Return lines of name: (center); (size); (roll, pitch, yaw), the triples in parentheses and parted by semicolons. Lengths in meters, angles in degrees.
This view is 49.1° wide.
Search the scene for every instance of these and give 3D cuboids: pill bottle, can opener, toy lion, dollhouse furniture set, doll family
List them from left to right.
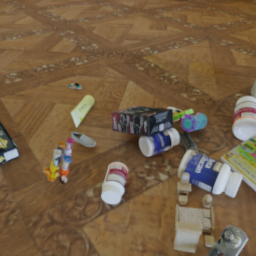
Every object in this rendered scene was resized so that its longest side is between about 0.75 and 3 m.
doll family: (-2.319, 1.110, 9.250); (0.822, 1.132, 1.824); (12, 24, -11)
pill bottle: (-0.435, 1.781, 9.068); (0.717, 0.717, 1.256); (5, 37, 7)
pill bottle: (1.195, 0.510, 10.649); (1.421, 0.822, 0.822); (-17, 40, -26)
toy lion: (2.176, -0.535, 11.659); (1.179, 0.422, 1.230); (-21, 1, 32)
can opener: (2.370, 0.749, 10.691); (0.411, 0.516, 1.543); (-24, 35, 4)
dollhouse furniture set: (1.947, 2.363, 8.131); (1.122, 0.958, 2.164); (6, 37, 8)
pill bottle: (2.669, 1.519, 9.145); (1.859, 1.033, 1.033); (22, 42, 24)
can opener: (2.273, 3.441, 7.145); (0.581, 0.729, 2.179); (32, 60, 33)
pill bottle: (4.954, -0.449, 11.675); (1.091, 1.091, 1.911); (12, 40, 15)

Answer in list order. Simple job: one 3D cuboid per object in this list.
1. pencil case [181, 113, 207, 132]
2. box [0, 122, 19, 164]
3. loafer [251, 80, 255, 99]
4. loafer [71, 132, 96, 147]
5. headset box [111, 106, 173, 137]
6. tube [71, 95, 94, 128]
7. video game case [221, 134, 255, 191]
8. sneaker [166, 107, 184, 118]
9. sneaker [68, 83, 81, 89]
pencil case: (2.676, -0.244, 11.302); (0.639, 0.694, 1.502); (-11, 0, 31)
box: (-5.465, 0.665, 10.703); (1.835, 0.531, 2.309); (-24, 43, -28)
loafer: (6.563, -1.722, 13.594); (0.983, 0.985, 2.816); (21, 46, 11)
loafer: (-1.736, 0.440, 10.785); (1.056, 0.368, 0.369); (17, 57, 16)
headset box: (0.451, -0.311, 10.745); (2.052, 0.793, 1.527); (11, 20, 42)
tube: (-2.066, -0.817, 12.603); (0.565, 0.506, 1.947); (37, 35, -8)
video game case: (4.757, 1.081, 9.331); (2.259, 0.284, 2.482); (-34, 33, -2)
sneaker: (2.147, -0.745, 12.633); (0.980, 0.347, 0.358); (21, 75, 24)
sneaker: (-2.813, -2.240, 14.713); (0.757, 0.303, 0.270); (9, 40, 17)
